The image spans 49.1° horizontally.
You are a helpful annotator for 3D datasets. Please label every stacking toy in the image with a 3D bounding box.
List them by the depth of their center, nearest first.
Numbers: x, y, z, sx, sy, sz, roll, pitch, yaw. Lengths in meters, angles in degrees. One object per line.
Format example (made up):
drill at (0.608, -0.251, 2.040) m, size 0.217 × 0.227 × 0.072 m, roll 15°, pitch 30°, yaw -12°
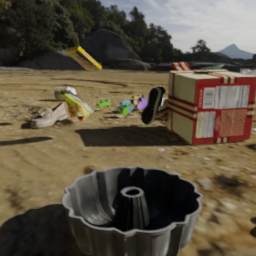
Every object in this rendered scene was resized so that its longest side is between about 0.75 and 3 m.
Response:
stacking toy at (0.231, -1.098, 14.097) m, size 2.980 × 0.700 × 2.247 m, roll -13°, pitch 17°, yaw -36°

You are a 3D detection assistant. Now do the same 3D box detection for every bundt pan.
bundt pan at (0.061, 1.291, 4.193) m, size 2.036 × 0.764 × 2.036 m, roll -1°, pitch 15°, yaw 0°

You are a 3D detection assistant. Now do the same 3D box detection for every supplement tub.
supplement tub at (-3.999, -2.152, 17.715) m, size 1.169 × 0.844 × 0.844 m, roll 4°, pitch 15°, yaw 16°

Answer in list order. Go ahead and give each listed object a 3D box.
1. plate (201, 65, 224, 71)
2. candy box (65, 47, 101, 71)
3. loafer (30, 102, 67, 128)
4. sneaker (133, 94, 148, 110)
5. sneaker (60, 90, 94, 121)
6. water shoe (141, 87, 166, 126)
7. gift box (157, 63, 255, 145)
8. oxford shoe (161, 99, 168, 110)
plate at (2.805, -2.004, 9.375) m, size 0.777 × 0.099 × 0.777 m, roll -8°, pitch 8°, yaw 1°
candy box at (-1.670, -2.573, 10.562) m, size 0.686 × 0.177 × 1.341 m, roll 5°, pitch -20°, yaw 36°
loafer at (-3.312, -0.561, 11.651) m, size 0.816 × 0.714 × 2.270 m, roll 4°, pitch 15°, yaw 15°
sneaker at (0.660, -1.427, 14.941) m, size 1.790 × 0.793 × 0.688 m, roll -3°, pitch 14°, yaw -11°
sneaker at (-1.666, -0.641, 8.770) m, size 0.573 × 0.663 × 1.467 m, roll 36°, pitch -4°, yaw 38°
water shoe at (0.955, -0.752, 10.034) m, size 0.606 × 1.537 × 0.549 m, roll -20°, pitch 49°, yaw -43°
gift box at (2.503, -0.928, 9.633) m, size 2.658 × 2.453 × 2.482 m, roll 1°, pitch 15°, yaw -13°
oxford shoe at (2.816, -1.141, 13.803) m, size 2.853 × 0.824 × 1.073 m, roll -7°, pitch 12°, yaw -33°
